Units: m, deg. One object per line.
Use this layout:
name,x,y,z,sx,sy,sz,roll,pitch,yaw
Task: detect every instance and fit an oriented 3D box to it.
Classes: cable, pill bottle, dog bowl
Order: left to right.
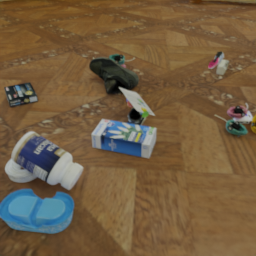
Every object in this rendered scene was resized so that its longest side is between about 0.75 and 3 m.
cable,-3.263,1.235,8.856,1.125,0.390,1.125,-8,37,-10
dog bowl,-2.366,2.210,7.365,1.934,0.479,1.078,4,35,5
pill bottle,-2.322,1.008,8.243,1.895,1.053,1.053,31,40,3

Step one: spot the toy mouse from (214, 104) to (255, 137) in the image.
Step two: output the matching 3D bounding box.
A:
toy mouse,4.257,-0.239,10.827,1.895,0.413,2.132,5,46,5

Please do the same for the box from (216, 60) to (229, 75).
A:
box,5.190,-3.330,15.381,0.388,0.466,1.135,17,39,22

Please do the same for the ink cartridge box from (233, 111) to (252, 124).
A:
ink cartridge box,4.662,-0.435,11.450,0.760,0.165,0.753,1,35,4

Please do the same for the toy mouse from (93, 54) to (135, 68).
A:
toy mouse,-0.621,-3.244,14.933,2.126,0.463,2.392,-19,50,0

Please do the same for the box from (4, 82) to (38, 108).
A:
box,-4.946,-1.551,12.892,1.226,0.355,1.542,-16,38,-22

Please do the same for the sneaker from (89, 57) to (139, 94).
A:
sneaker,-0.989,-2.524,13.502,2.736,1.046,1.567,31,40,17

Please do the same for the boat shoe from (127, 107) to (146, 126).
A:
boat shoe,0.344,-0.534,11.210,0.666,0.627,1.855,4,34,10

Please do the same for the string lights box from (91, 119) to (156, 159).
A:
string lights box,-0.129,0.358,9.907,2.067,0.610,1.062,10,36,14

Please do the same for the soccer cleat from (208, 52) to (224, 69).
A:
soccer cleat,3.168,-2.348,9.977,0.288,0.356,0.825,22,69,49

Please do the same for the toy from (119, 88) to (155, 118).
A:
toy,0.258,-0.917,10.796,0.927,0.380,1.610,11,29,-40
